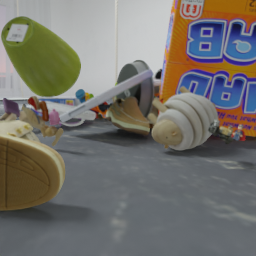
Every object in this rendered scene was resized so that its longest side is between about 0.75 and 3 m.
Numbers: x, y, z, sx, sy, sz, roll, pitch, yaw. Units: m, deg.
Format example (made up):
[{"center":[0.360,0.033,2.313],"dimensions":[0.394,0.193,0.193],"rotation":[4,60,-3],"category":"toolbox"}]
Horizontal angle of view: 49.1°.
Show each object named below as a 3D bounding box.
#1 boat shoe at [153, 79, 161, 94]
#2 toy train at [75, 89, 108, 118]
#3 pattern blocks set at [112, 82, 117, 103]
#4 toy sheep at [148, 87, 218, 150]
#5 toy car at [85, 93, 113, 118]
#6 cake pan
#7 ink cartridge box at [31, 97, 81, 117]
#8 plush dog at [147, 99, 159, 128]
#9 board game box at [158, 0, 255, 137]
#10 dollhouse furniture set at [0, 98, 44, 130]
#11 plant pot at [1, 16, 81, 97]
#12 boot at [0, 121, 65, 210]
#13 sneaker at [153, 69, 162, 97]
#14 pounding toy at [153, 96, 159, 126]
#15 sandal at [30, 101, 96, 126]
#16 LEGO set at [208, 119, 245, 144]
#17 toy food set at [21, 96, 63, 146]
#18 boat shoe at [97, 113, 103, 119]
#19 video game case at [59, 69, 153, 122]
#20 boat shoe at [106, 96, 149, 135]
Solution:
[{"center":[0.622,-1.495,9.437],"dimensions":[1.760,0.588,0.647],"rotation":[-10,-19,-15],"category":"boat shoe"},{"center":[-1.274,-0.945,11.106],"dimensions":[1.810,0.766,1.047],"rotation":[22,-21,39],"category":"toy train"},{"center":[-0.234,-1.347,11.855],"dimensions":[1.679,1.476,0.136],"rotation":[-36,46,-12],"category":"pattern blocks set"},{"center":[1.139,-0.175,5.473],"dimensions":[1.706,1.176,1.176],"rotation":[-30,22,-28],"category":"toy sheep"},{"center":[-0.967,-0.797,10.051],"dimensions":[0.717,0.487,1.462],"rotation":[-15,39,-29],"category":"toy car"},{"center":[0.129,-1.051,8.241],"dimensions":[0.347,1.895,1.895],"rotation":[-3,8,-27],"category":"cake pan"},{"center":[-3.167,-0.908,12.032],"dimensions":[2.208,0.843,1.506],"rotation":[2,8,4],"category":"ink cartridge box"},{"center":[0.956,-0.396,8.150],"dimensions":[0.893,0.835,1.040],"rotation":[-1,13,29],"category":"plush dog"},{"center":[2.386,-1.739,7.127],"dimensions":[2.879,2.880,2.882],"rotation":[8,23,4],"category":"board game box"},{"center":[-2.991,0.078,7.605],"dimensions":[0.955,1.067,1.346],"rotation":[-38,-34,19],"category":"dollhouse furniture set"},{"center":[-3.487,-2.867,10.771],"dimensions":[2.531,2.531,2.705],"rotation":[2,-17,12],"category":"plant pot"},{"center":[-1.478,0.323,3.463],"dimensions":[2.113,0.769,1.642],"rotation":[-2,7,16],"category":"boot"},{"center":[0.773,-1.439,11.445],"dimensions":[1.146,0.943,2.491],"rotation":[-4,46,44],"category":"sneaker"},{"center":[0.857,-0.599,9.172],"dimensions":[1.942,1.011,2.211],"rotation":[-6,10,-40],"category":"pounding toy"},{"center":[-1.937,-0.343,8.951],"dimensions":[1.086,0.656,2.668],"rotation":[22,9,29],"category":"sandal"},{"center":[2.088,0.134,3.755],"dimensions":[1.923,0.545,1.249],"rotation":[22,-3,24],"category":"LEGO set"},{"center":[-1.589,-0.209,5.349],"dimensions":[0.169,1.071,0.681],"rotation":[-25,-20,-51],"category":"toy food set"},{"center":[-0.820,-0.527,10.727],"dimensions":[0.835,0.305,0.263],"rotation":[-10,28,43],"category":"boat shoe"},{"center":[-0.554,-0.802,7.075],"dimensions":[1.968,0.217,1.792],"rotation":[-34,11,-39],"category":"video game case"},{"center":[-0.021,-0.424,7.326],"dimensions":[0.798,0.848,2.226],"rotation":[18,5,-27],"category":"boat shoe"}]
